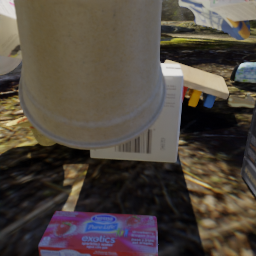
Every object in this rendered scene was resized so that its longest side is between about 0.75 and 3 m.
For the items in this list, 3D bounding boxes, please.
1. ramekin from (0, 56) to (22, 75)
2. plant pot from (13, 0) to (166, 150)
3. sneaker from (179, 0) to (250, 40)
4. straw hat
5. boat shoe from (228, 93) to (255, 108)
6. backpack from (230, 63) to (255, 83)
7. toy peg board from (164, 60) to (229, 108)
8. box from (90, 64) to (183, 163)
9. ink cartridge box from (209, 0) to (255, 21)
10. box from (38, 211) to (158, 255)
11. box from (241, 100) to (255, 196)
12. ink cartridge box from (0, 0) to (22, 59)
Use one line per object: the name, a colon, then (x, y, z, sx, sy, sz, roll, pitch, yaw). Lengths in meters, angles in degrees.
ramekin: (-4.345, -2.888, 8.783, 2.314, 2.314, 1.078, -3, 34, -7)
plant pot: (-0.563, -1.480, 4.327, 2.789, 2.553, 2.789, 2, 58, -3)
sneaker: (2.620, -3.455, 8.498, 1.063, 2.411, 0.908, -33, 21, 54)
straw hat: (-2.096, -0.001, 7.427, 2.026, 0.857, 2.026, -15, 11, 3)
boat shoe: (4.407, -1.030, 10.336, 1.348, 0.513, 0.483, 0, 23, 0)
backpack: (5.991, -2.694, 13.788, 1.508, 1.159, 1.230, 26, 37, 21)
toy peg board: (2.409, -1.543, 11.121, 2.527, 1.241, 2.538, 19, 26, 5)
box: (0.189, -0.421, 6.783, 2.093, 2.104, 1.375, 2, 23, 6)
ink cartridge box: (2.847, -2.866, 6.538, 1.164, 0.362, 1.446, 4, 7, -40)
box: (-0.341, 1.617, 3.699, 1.448, 0.722, 0.691, 1, 23, 5)
box: (2.703, 0.624, 4.680, 0.552, 1.807, 2.282, 1, 22, 0)
ink cartridge box: (-2.510, -2.366, 5.895, 0.954, 1.619, 2.812, -38, -3, 17)
